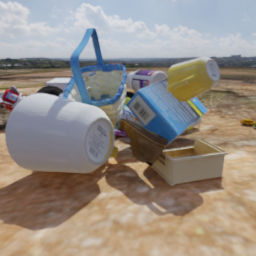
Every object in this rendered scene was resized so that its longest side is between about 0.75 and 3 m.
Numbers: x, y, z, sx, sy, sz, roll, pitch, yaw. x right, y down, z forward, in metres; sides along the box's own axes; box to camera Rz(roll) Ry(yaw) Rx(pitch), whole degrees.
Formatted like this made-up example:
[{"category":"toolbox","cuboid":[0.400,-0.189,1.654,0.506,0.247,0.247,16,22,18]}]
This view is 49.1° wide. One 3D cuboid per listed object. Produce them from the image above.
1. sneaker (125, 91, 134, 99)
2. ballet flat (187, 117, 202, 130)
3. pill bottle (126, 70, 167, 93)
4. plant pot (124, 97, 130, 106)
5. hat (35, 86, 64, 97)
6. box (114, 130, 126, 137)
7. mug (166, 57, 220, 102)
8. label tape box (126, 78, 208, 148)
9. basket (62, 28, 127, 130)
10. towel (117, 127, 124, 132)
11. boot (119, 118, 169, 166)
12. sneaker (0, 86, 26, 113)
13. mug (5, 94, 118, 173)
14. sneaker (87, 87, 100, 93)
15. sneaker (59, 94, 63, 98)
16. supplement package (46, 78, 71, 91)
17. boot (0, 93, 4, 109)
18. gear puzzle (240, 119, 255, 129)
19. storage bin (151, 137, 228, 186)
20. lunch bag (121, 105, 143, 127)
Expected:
[{"category":"sneaker","cuboid":[-0.790,-0.994,12.516,2.945,1.115,1.355,1,-7,-31]},{"category":"ballet flat","cuboid":[2.504,-0.389,10.886,0.700,0.697,2.087,11,18,13]},{"category":"pill bottle","cuboid":[1.167,-3.062,18.887,1.618,1.618,2.904,-11,19,-36]},{"category":"plant pot","cuboid":[-0.340,-0.861,11.384,1.086,1.086,1.046,11,14,36]},{"category":"hat","cuboid":[-3.498,-1.007,12.722,1.867,1.867,0.753,-17,-18,-47]},{"category":"box","cuboid":[-0.485,0.136,9.749,0.514,0.147,0.751,12,2,-45]},{"category":"mug","cuboid":[1.636,-1.158,6.899,1.033,1.008,1.258,-16,41,49]},{"category":"label tape box","cuboid":[1.369,-0.647,9.286,1.809,0.834,2.524,49,39,9]},{"category":"basket","cuboid":[-0.927,-1.233,7.720,1.714,2.465,2.173,0,38,10]},{"category":"towel","cuboid":[0.478,-0.156,10.814,2.576,0.293,1.850,4,17,15]},{"category":"boot","cuboid":[0.184,0.291,6.917,0.746,0.765,2.027,21,7,-27]},{"category":"sneaker","cuboid":[-3.912,-0.919,10.864,2.491,1.401,0.887,1,55,27]},{"category":"mug","cuboid":[-1.253,0.130,6.545,1.928,1.881,2.349,6,18,32]},{"category":"sneaker","cuboid":[-2.345,-1.548,14.979,1.186,1.026,2.627,-23,15,18]},{"category":"sneaker","cuboid":[-2.504,-0.582,11.823,0.632,0.967,1.683,-13,54,-37]},{"category":"supplement package","cuboid":[-3.563,-1.965,15.404,1.348,1.331,2.223,0,15,-1]},{"category":"boot","cuboid":[-6.684,-1.277,14.147,2.274,0.908,2.501,7,10,16]},{"category":"gear puzzle","cuboid":[5.450,-0.117,10.641,2.302,0.301,1.192,15,21,43]},{"category":"storage bin","cuboid":[1.390,0.741,6.857,1.401,0.656,1.391,-6,17,-18]},{"category":"lunch bag","cuboid":[0.646,-0.421,10.144,1.802,0.681,1.444,-11,24,-29]}]
